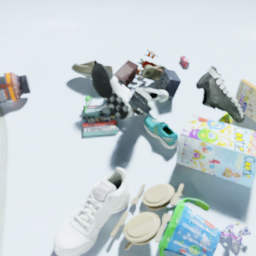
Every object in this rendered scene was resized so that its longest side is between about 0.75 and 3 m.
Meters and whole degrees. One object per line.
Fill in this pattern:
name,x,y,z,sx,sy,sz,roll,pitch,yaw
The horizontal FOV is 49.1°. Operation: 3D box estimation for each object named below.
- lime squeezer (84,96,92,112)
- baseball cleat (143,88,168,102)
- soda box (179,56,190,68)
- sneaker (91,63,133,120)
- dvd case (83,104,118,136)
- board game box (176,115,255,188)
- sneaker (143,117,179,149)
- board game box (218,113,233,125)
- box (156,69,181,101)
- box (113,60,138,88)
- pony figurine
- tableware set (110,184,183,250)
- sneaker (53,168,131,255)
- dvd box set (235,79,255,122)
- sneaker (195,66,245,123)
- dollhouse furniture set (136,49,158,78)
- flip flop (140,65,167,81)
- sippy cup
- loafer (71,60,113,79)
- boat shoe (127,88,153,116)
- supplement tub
lime squeezer,-1.709,-1.187,12.215,0.252,0.472,1.336,-11,26,12
baseball cleat,0.822,-1.428,11.990,1.005,0.658,1.888,2,1,-38
soda box,3.174,-3.743,15.766,0.280,0.310,0.884,-7,39,-8
sneaker,-0.576,-1.589,11.908,1.171,0.981,2.647,-27,84,-55
dvd case,-1.186,-0.381,11.598,1.375,0.207,1.884,-5,40,-6
board game box,3.045,0.708,9.320,2.514,1.318,1.295,18,42,20
sneaker,1.284,0.022,10.633,0.716,0.735,1.847,-26,45,-26
board game box,3.874,-0.275,11.155,0.199,0.424,0.835,-16,11,42
box,1.855,-1.995,12.874,0.645,1.039,1.047,8,36,-17
box,-0.269,-2.276,13.135,0.675,0.902,1.801,29,56,10
pony figurine,2.825,2.797,7.374,0.756,0.629,0.730,-15,8,-13
tableware set,0.668,2.396,7.784,1.470,0.446,2.224,-8,25,33
sneaker,-0.956,2.118,7.489,1.041,1.385,2.780,25,46,26
dvd box set,5.168,-1.057,11.569,0.263,1.308,1.788,-15,40,-19
sneaker,3.485,-1.054,10.829,1.165,2.575,0.856,-36,17,12
dollhouse furniture set,1.111,-3.123,14.287,0.701,1.360,1.345,45,23,28
flip flop,1.350,-2.610,13.589,0.605,0.852,2.102,36,23,25
sippy cup,1.558,2.680,7.001,1.233,1.321,1.682,26,88,14
loafer,-1.720,-2.893,13.902,2.546,0.887,0.957,20,5,26
boat shoe,0.413,-0.886,10.954,0.948,2.508,0.757,39,88,14
supplement tub,-5.674,-1.747,12.451,2.452,1.311,1.311,-11,40,-14
